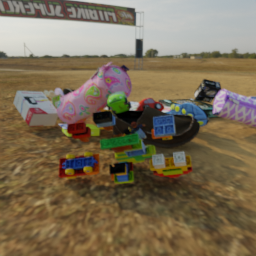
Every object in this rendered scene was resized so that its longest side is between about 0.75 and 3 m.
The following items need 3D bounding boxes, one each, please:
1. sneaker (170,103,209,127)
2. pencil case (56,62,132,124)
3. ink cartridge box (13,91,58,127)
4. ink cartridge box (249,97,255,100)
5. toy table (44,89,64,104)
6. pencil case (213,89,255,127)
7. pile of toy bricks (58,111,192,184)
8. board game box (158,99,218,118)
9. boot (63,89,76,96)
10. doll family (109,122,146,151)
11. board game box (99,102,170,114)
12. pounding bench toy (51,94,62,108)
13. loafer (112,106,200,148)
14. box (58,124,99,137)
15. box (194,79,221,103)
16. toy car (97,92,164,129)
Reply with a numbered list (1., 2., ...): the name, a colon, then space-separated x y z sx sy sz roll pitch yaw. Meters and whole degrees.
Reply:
1. sneaker: 1.982 -0.442 8.808 0.819 0.700 1.976 2 8 -15
2. pencil case: -1.150 -1.008 9.032 2.830 1.237 1.237 -26 -7 43
3. ink cartridge box: -3.236 -0.690 9.821 1.006 0.571 1.380 -5 41 -47
4. ink cartridge box: 5.457 -0.731 10.310 2.088 0.797 1.424 0 1 13
5. toy table: -3.376 -1.299 12.787 0.679 1.066 1.159 -6 43 -37
6. pencil case: 3.887 -0.601 9.095 2.260 0.948 0.966 13 -23 -8
7. pile of toy bricks: -0.031 0.512 5.857 2.575 1.429 1.271 -8 -26 12
8. board game box: 2.655 -0.890 12.353 1.852 0.386 2.738 -4 15 -14
9. boot: -2.240 -1.630 14.419 1.582 0.769 2.100 -15 25 -42
10. doll family: -0.010 0.238 6.474 0.977 0.565 0.384 -45 37 -15
11. board game box: 0.315 -0.492 10.500 2.595 0.523 1.986 12 19 39
12. pounding bench toy: -2.741 -0.933 11.532 0.471 0.758 0.592 -15 -10 23
13. loafer: 0.632 -0.097 7.742 2.606 0.930 0.951 0 45 24
14. box: -1.535 0.066 8.706 1.131 0.270 0.690 -1 13 -29
15. box: 3.191 -1.474 11.299 0.726 0.887 0.382 10 53 -13
16. toy car: -0.128 -0.627 8.211 2.233 0.498 2.102 -17 -15 8
